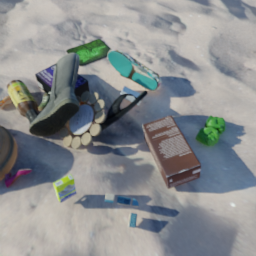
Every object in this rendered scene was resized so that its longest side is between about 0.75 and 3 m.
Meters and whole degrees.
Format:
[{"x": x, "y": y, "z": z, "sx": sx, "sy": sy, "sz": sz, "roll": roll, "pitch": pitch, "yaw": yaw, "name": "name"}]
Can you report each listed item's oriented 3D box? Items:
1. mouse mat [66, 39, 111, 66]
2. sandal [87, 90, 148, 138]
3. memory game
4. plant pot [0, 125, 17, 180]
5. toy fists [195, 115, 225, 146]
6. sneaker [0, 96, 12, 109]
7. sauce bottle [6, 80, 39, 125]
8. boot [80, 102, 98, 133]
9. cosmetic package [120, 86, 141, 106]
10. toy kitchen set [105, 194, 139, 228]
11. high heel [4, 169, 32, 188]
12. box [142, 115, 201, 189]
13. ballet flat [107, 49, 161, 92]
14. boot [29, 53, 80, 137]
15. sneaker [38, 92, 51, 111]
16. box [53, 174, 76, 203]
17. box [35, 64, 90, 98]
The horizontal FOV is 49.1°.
[{"x": -1.927, "y": -3.873, "z": 14.270, "sx": 2.057, "sy": 0.077, "sz": 1.655, "roll": -28, "pitch": 55, "yaw": -21, "name": "mouse mat"}, {"x": -0.487, "y": -0.645, "z": 10.292, "sx": 2.756, "sy": 1.036, "sz": 0.660, "roll": -36, "pitch": 97, "yaw": 0, "name": "sandal"}, {"x": -1.711, "y": -0.306, "z": 10.316, "sx": 2.279, "sy": 0.145, "sz": 2.279, "roll": -15, "pitch": 62, "yaw": 30, "name": "memory game"}, {"x": -5.471, "y": 0.683, "z": 9.507, "sx": 2.950, "sy": 1.362, "sz": 2.950, "roll": -1, "pitch": 49, "yaw": 1, "name": "plant pot"}, {"x": 3.189, "y": 0.093, "z": 10.575, "sx": 0.746, "sy": 0.503, "sz": 1.463, "roll": 28, "pitch": 54, "yaw": 21, "name": "toy fists"}, {"x": -5.234, "y": -1.107, "z": 11.737, "sx": 0.323, "sy": 0.327, "sz": 0.835, "roll": 16, "pitch": 45, "yaw": 34, "name": "sneaker"}, {"x": -4.122, "y": -0.972, "z": 11.281, "sx": 0.806, "sy": 0.806, "sz": 2.490, "roll": -28, "pitch": 57, "yaw": -22, "name": "sauce bottle"}, {"x": -1.698, "y": -0.395, "z": 10.810, "sx": 1.450, "sy": 0.556, "sz": 1.126, "roll": 20, "pitch": 81, "yaw": 52, "name": "boot"}, {"x": 0.122, "y": -1.323, "z": 11.407, "sx": 0.842, "sy": 0.289, "sz": 1.117, "roll": 27, "pitch": 18, "yaw": -5, "name": "cosmetic package"}, {"x": -0.222, "y": 2.434, "z": 8.214, "sx": 1.019, "sy": 0.600, "sz": 0.816, "roll": 9, "pitch": 70, "yaw": 0, "name": "toy kitchen set"}, {"x": -3.604, "y": 1.654, "z": 9.243, "sx": 0.988, "sy": 0.333, "sz": 0.475, "roll": -15, "pitch": 81, "yaw": 13, "name": "high heel"}, {"x": 1.432, "y": 0.766, "z": 9.606, "sx": 1.182, "sy": 0.884, "sz": 2.360, "roll": -18, "pitch": 47, "yaw": -5, "name": "box"}, {"x": 0.307, "y": -2.516, "z": 12.233, "sx": 2.703, "sy": 1.022, "sz": 0.864, "roll": 37, "pitch": 35, "yaw": 3, "name": "ballet flat"}, {"x": -2.792, "y": -1.315, "z": 10.794, "sx": 2.571, "sy": 1.026, "sz": 2.828, "roll": -31, "pitch": 52, "yaw": 20, "name": "boot"}, {"x": -3.255, "y": -1.082, "z": 11.122, "sx": 0.433, "sy": 0.579, "sz": 1.290, "roll": -6, "pitch": 16, "yaw": 10, "name": "sneaker"}, {"x": -1.897, "y": 1.874, "z": 8.489, "sx": 0.584, "sy": 0.958, "sz": 0.228, "roll": -26, "pitch": 51, "yaw": -25, "name": "box"}, {"x": -2.840, "y": -1.908, "z": 12.125, "sx": 1.404, "sy": 0.785, "sz": 1.990, "roll": -36, "pitch": 58, "yaw": -30, "name": "box"}]
